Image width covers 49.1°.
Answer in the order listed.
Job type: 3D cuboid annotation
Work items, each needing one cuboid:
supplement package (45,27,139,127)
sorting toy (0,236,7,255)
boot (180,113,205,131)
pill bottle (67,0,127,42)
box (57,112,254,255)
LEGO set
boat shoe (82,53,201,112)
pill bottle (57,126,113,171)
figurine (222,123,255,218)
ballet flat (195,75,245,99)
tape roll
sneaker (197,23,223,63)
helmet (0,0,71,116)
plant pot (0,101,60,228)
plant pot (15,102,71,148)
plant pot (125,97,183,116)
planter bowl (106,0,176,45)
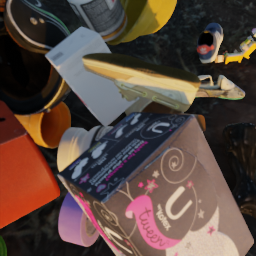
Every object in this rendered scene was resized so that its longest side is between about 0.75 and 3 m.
[{"bbox_3d":[-0.682,-0.994,5.548,0.953,1.591,0.965,-41,38,-5],"label":"supplement package"},{"bbox_3d":[-3.724,3.711,6.001,1.715,1.172,2.855,11,45,-11],"label":"sorting toy"},{"bbox_3d":[0.945,0.365,5.360,0.494,1.001,1.289,2,86,-41],"label":"boot"},{"bbox_3d":[-0.858,-3.215,6.976,1.162,1.997,1.162,-8,63,17],"label":"pill bottle"},{"bbox_3d":[0.496,1.263,4.226,1.702,2.575,1.477,-41,23,-24],"label":"box"},{"bbox_3d":[3.996,-2.902,10.248,1.752,0.806,0.652,-30,45,26],"label":"LEGO set"},{"bbox_3d":[0.123,-0.654,4.055,1.734,0.576,0.642,18,30,12],"label":"boat shoe"},{"bbox_3d":[-0.246,0.801,7.282,2.843,1.654,1.654,6,58,14],"label":"pill bottle"},{"bbox_3d":[2.283,1.126,7.577,2.596,1.117,2.533,4,62,3],"label":"figurine"},{"bbox_3d":[2.173,-1.050,7.100,1.687,0.607,0.607,2,58,1],"label":"ballet flat"},{"bbox_3d":[-0.850,1.668,5.416,0.464,1.091,1.091,7,57,19],"label":"tape roll"},{"bbox_3d":[3.001,-3.388,10.351,0.767,0.865,2.046,-6,51,32],"label":"sneaker"},{"bbox_3d":[-2.457,-1.679,6.572,2.669,2.545,2.669,-15,56,24],"label":"helmet"},{"bbox_3d":[-2.658,0.624,5.402,1.899,1.675,1.900,-26,49,-31],"label":"plant pot"},{"bbox_3d":[-2.627,-0.186,8.269,1.275,1.392,1.392,9,57,24],"label":"plant pot"},{"bbox_3d":[0.514,-0.745,8.479,1.749,1.749,1.601,-24,49,-15],"label":"plant pot"},{"bbox_3d":[0.472,-3.507,7.619,1.205,2.892,2.892,12,52,-30],"label":"planter bowl"}]
